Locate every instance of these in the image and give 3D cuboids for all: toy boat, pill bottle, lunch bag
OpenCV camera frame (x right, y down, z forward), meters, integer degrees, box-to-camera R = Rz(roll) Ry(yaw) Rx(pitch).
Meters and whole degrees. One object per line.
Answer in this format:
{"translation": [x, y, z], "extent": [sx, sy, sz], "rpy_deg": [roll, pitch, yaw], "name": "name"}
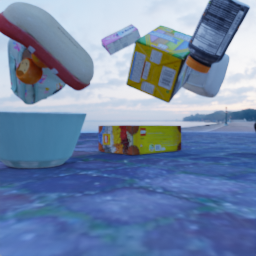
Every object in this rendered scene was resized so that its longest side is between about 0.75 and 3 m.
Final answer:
{"translation": [-2.480, -2.021, 8.011], "extent": [1.919, 2.936, 1.916], "rpy_deg": [-40, 25, 15], "name": "toy boat"}
{"translation": [2.280, -2.477, 7.517], "extent": [1.047, 1.971, 1.047], "rpy_deg": [17, 31, -11], "name": "pill bottle"}
{"translation": [-3.092, -2.060, 9.676], "extent": [0.996, 2.583, 2.072], "rpy_deg": [34, 47, 19], "name": "lunch bag"}

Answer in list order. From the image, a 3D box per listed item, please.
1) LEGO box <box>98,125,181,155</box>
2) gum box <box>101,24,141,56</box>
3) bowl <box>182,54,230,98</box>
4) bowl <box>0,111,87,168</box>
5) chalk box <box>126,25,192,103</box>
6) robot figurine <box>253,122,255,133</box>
{"translation": [0.463, 0.385, 10.403], "extent": [2.544, 0.982, 1.895], "rpy_deg": [0, 1, -42], "name": "LEGO box"}
{"translation": [-0.299, -3.273, 10.419], "extent": [1.397, 0.462, 0.793], "rpy_deg": [-27, 37, -1], "name": "gum box"}
{"translation": [2.732, -2.137, 10.612], "extent": [0.665, 1.783, 1.780], "rpy_deg": [-1, 23, -45], "name": "bowl"}
{"translation": [-2.271, 0.231, 6.872], "extent": [2.478, 1.296, 2.478], "rpy_deg": [1, 2, 0], "name": "bowl"}
{"translation": [1.344, -2.355, 9.627], "extent": [1.657, 1.666, 2.677], "rpy_deg": [25, 39, 14], "name": "chalk box"}
{"translation": [5.310, 0.005, 8.334], "extent": [1.744, 2.099, 2.794], "rpy_deg": [19, -11, -36], "name": "robot figurine"}
